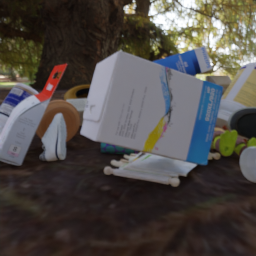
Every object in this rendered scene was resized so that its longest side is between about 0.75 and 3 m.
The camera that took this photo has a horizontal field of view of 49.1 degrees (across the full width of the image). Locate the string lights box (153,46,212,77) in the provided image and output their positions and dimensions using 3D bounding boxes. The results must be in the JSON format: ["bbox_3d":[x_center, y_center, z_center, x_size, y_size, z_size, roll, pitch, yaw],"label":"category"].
[{"bbox_3d":[1.192,-1.842,9.691,2.978,0.878,1.530,-21,4,-19],"label":"string lights box"}]

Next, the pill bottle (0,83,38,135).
[{"bbox_3d":[-3.323,-0.428,8.265,0.929,1.606,0.929,23,-20,9],"label":"pill bottle"}]

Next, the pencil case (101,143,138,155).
[{"bbox_3d":[-0.217,0.441,7.063,0.977,0.452,0.416,4,-32,14],"label":"pencil case"}]

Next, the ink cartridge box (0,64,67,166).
[{"bbox_3d":[-2.416,-0.521,6.828,0.701,2.457,1.997,21,1,-25],"label":"ink cartridge box"}]

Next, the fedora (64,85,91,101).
[{"bbox_3d":[-1.258,-0.802,11.114,2.628,1.072,2.628,6,32,-4],"label":"fedora"}]

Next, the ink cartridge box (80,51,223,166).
[{"bbox_3d":[0.349,-0.300,5.241,2.057,1.488,1.514,14,-2,-20],"label":"ink cartridge box"}]

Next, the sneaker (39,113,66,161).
[{"bbox_3d":[-1.806,0.190,6.762,0.543,0.515,1.348,-10,49,5],"label":"sneaker"}]

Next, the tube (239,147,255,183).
[{"bbox_3d":[3.397,0.661,5.529,2.562,0.743,0.665,-2,-17,-24],"label":"tube"}]

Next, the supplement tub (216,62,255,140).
[{"bbox_3d":[3.481,-0.766,8.159,1.402,1.928,1.402,34,-3,2],"label":"supplement tub"}]

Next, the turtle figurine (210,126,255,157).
[{"bbox_3d":[2.093,0.162,6.922,2.655,0.855,2.141,30,7,-14],"label":"turtle figurine"}]

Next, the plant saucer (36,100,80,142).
[{"bbox_3d":[-1.967,-0.133,7.894,1.303,1.303,0.210,-6,24,-30],"label":"plant saucer"}]

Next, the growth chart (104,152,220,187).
[{"bbox_3d":[0.776,0.730,6.125,1.761,0.216,2.433,7,12,35],"label":"growth chart"}]

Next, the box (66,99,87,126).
[{"bbox_3d":[-1.120,-0.560,9.162,1.798,0.615,0.739,-7,39,-34],"label":"box"}]

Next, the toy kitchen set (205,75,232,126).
[{"bbox_3d":[3.406,-0.603,8.486,2.395,1.954,2.161,-5,11,-22],"label":"toy kitchen set"}]

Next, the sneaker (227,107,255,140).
[{"bbox_3d":[3.701,0.085,6.904,2.265,0.847,1.203,12,12,-10],"label":"sneaker"}]
